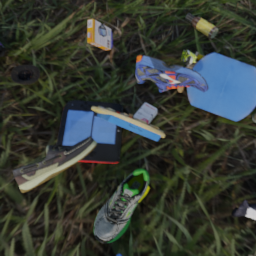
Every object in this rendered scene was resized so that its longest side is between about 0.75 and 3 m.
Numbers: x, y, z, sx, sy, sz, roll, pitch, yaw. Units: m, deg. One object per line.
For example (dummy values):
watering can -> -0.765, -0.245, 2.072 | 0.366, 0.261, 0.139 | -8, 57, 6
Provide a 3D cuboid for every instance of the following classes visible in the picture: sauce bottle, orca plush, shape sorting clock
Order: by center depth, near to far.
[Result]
orca plush -> 4.790, 3.041, 8.854 | 2.957, 1.051, 1.556 | 12, 103, 11
shape sorting clock -> 0.016, -0.214, 9.554 | 2.665, 2.665, 0.523 | 23, 91, 14
sauce bottle -> 3.611, -5.114, 13.877 | 0.573, 0.573, 1.770 | -37, 66, -20

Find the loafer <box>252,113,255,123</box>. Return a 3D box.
loafer -> 5.740, -0.314, 10.914 | 1.635, 0.569, 0.615 | 12, 59, 7

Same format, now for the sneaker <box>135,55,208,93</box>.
sneaker -> 1.499, -1.715, 9.961 | 2.717, 1.023, 1.066 | 19, 99, 9

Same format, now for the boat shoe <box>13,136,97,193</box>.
boat shoe -> -2.196, 0.918, 8.380 | 2.620, 0.936, 0.861 | -33, 98, -8

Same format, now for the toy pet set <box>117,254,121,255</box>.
toy pet set -> -0.188, 4.002, 7.441 | 2.128, 1.987, 1.130 | 7, 67, 4

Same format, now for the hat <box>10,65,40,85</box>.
hat -> -4.412, -2.195, 12.139 | 1.214, 0.490, 1.214 | 4, 61, -7

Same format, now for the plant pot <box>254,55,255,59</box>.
plant pot -> 6.764, -3.174, 12.283 | 1.445, 1.448, 1.285 | -19, 73, -12

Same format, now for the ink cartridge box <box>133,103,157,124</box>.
ink cartridge box -> 0.687, -0.505, 11.161 | 0.620, 0.350, 0.846 | 32, 63, 18

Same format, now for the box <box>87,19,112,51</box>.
box -> -1.089, -3.648, 11.135 | 0.304, 1.464, 0.872 | 1, 91, 26

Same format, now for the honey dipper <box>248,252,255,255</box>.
honey dipper -> 4.166, 3.590, 8.670 | 0.400, 0.400, 2.109 | 35, 60, 19

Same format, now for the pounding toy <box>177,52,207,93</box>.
pounding toy -> 2.582, -2.538, 11.958 | 1.135, 1.132, 1.979 | 25, 61, 14

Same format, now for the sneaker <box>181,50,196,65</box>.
sneaker -> 2.078, -2.360, 9.367 | 0.453, 0.447, 1.186 | 12, 25, -1

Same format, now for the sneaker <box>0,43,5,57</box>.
sneaker -> -6.666, -3.015, 12.219 | 1.159, 1.003, 2.648 | 40, 70, 21

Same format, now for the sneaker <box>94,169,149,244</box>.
sneaker -> -0.222, 2.367, 8.930 | 1.050, 1.146, 2.691 | 27, 63, 15

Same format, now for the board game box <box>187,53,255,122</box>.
board game box -> 3.829, -1.645, 11.388 | 2.871, 0.559, 2.268 | 20, 93, 3

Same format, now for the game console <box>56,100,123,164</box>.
game console -> -1.431, 0.094, 10.765 | 2.360, 0.414, 2.668 | 2, 59, 1
